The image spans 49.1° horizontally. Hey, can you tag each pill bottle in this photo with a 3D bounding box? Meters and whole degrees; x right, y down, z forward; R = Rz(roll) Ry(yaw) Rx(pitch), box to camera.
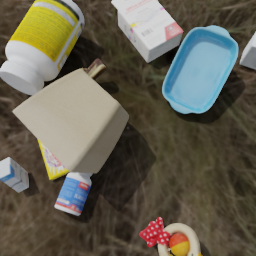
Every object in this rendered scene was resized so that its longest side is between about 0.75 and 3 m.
[{"bbox_3d":[-2.457,-2.358,7.988,1.521,1.521,2.705,20,71,7],"label":"pill bottle"},{"bbox_3d":[-1.338,1.557,7.175,0.676,0.676,1.205,17,72,6],"label":"pill bottle"}]

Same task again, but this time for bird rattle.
[{"bbox_3d":[1.019,2.669,6.306,1.205,0.833,1.479,-31,43,17],"label":"bird rattle"}]

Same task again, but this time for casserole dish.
[{"bbox_3d":[2.038,-1.614,8.030,1.554,0.498,2.565,27,97,14],"label":"casserole dish"}]

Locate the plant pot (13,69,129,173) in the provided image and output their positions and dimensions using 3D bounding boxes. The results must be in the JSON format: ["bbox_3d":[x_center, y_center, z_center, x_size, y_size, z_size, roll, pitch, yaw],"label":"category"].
[{"bbox_3d":[-1.113,-0.208,6.913,1.998,1.996,1.769,44,90,14],"label":"plant pot"}]

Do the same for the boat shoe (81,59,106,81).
[{"bbox_3d":[-1.205,-1.547,8.173,1.236,0.446,0.445,-35,87,27],"label":"boat shoe"}]

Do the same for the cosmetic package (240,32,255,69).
[{"bbox_3d":[4.039,-2.251,8.430,0.925,0.928,0.571,21,72,7],"label":"cosmetic package"}]

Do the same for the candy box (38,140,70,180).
[{"bbox_3d":[-2.005,0.628,7.708,0.736,0.190,1.440,-26,71,8],"label":"candy box"}]

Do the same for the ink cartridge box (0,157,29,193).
[{"bbox_3d":[-2.918,1.207,7.165,0.322,0.768,0.557,-28,46,1],"label":"ink cartridge box"}]

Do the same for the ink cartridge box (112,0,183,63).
[{"bbox_3d":[0.543,-3.341,8.929,1.277,0.740,2.193,-31,74,-11],"label":"ink cartridge box"}]
